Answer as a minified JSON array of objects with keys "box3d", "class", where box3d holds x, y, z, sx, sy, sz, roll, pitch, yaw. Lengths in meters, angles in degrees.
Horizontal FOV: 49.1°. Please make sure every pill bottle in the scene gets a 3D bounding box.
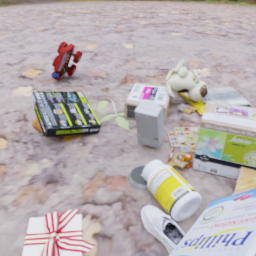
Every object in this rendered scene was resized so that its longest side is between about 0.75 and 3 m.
[{"box3d":[1.347,1.979,9.223,1.120,1.120,1.991,-18,40,-25],"class":"pill bottle"}]

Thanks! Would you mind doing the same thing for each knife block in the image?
[{"box3d":[4.649,2.198,9.285,2.109,0.769,2.402,15,35,24],"class":"knife block"}]

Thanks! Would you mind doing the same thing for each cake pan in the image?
[{"box3d":[0.593,1.827,10.380,1.219,0.224,1.219,0,33,0],"class":"cake pan"}]

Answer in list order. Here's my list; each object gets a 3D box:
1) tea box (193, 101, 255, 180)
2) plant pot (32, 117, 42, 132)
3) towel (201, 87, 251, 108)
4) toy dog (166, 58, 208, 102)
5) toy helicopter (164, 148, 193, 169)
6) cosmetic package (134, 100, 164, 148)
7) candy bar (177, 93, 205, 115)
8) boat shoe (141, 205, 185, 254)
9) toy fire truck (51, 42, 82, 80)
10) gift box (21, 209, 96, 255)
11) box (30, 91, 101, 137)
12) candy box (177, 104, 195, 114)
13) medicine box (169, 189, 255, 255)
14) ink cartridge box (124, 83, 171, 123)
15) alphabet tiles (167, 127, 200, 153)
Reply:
[{"box3d":[3.829,0.494,10.420,2.386,2.348,1.595,11,37,17],"class":"tea box"},{"box3d":[-3.854,-0.160,12.930,0.637,0.910,0.910,36,45,20],"class":"plant pot"},{"box3d":[5.169,-1.737,15.688,2.505,0.433,2.412,-5,33,-6],"class":"towel"},{"box3d":[3.139,-2.228,14.435,2.127,1.484,2.063,29,56,-10],"class":"toy dog"},{"box3d":[1.764,1.320,10.912,1.424,0.562,0.942,-26,44,-21],"class":"toy helicopter"},{"box3d":[0.899,-0.141,11.363,0.993,1.859,0.838,13,51,23],"class":"cosmetic package"},{"box3d":[3.541,-1.503,15.426,0.721,0.320,2.892,-9,34,-15],"class":"candy bar"},{"box3d":[1.115,2.954,8.120,0.821,0.781,2.280,-14,35,-20],"class":"boat shoe"},{"box3d":[-4.061,-4.006,17.357,1.411,2.516,2.113,31,35,-3],"class":"toy fire truck"},{"box3d":[-1.707,3.086,7.068,1.706,1.593,1.575,-5,30,-13],"class":"gift box"},{"box3d":[-2.893,-0.723,12.922,2.551,0.628,2.641,-3,44,-35],"class":"box"},{"box3d":[3.063,-1.006,14.725,0.476,0.230,0.816,-21,39,-36],"class":"candy box"},{"box3d":[2.564,2.757,6.347,2.770,2.523,1.426,-33,85,-38],"class":"medicine box"},{"box3d":[1.111,-1.379,14.644,2.115,0.964,2.568,8,35,10],"class":"ink cartridge box"},{"box3d":[2.961,0.492,12.572,2.250,0.071,1.873,-1,33,-2],"class":"alphabet tiles"}]
